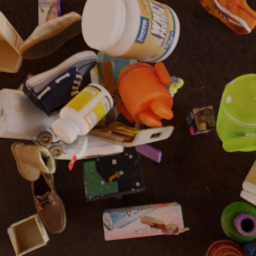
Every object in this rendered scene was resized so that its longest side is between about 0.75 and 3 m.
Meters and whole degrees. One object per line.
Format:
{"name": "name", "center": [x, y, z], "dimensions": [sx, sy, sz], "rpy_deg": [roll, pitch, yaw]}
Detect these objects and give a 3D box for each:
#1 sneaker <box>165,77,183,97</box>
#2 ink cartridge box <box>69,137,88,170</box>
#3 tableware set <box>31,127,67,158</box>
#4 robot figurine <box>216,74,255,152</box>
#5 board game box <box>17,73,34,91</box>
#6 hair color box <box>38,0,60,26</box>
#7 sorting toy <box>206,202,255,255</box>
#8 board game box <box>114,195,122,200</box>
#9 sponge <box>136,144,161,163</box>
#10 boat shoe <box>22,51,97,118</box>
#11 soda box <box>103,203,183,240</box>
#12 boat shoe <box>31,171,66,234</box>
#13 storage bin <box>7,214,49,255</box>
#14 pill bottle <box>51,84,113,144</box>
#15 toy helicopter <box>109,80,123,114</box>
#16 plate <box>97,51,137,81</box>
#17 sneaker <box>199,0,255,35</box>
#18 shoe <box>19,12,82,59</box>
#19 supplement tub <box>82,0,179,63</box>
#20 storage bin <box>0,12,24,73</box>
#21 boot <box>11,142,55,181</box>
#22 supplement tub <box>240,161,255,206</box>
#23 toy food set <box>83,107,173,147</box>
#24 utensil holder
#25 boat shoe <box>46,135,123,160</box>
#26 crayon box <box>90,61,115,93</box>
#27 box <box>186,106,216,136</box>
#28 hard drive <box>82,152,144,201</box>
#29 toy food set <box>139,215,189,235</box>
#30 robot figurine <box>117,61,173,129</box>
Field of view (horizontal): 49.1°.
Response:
{"name": "sneaker", "center": [1.527, -1.497, 10.672], "dimensions": [0.612, 0.441, 1.165], "rpy_deg": [42, 79, 19]}
{"name": "ink cartridge box", "center": [-1.416, 0.769, 8.015], "dimensions": [0.229, 0.735, 0.913], "rpy_deg": [18, 72, -1]}
{"name": "tableware set", "center": [-2.425, 0.564, 8.776], "dimensions": [0.713, 0.216, 1.078], "rpy_deg": [-32, 123, -5]}
{"name": "robot figurine", "center": [3.602, -0.398, 8.432], "dimensions": [1.664, 2.877, 2.524], "rpy_deg": [8, 60, 15]}
{"name": "board game box", "center": [-3.782, -1.435, 10.730], "dimensions": [0.753, 0.192, 1.113], "rpy_deg": [33, 84, 4]}
{"name": "hair color box", "center": [-3.098, -4.535, 11.019], "dimensions": [0.750, 0.444, 1.371], "rpy_deg": [-3, 84, -1]}
{"name": "sorting toy", "center": [3.850, 3.993, 9.535], "dimensions": [1.676, 1.145, 2.790], "rpy_deg": [28, 83, 4]}
{"name": "board game box", "center": [-0.651, 2.157, 10.291], "dimensions": [1.045, 0.169, 0.627], "rpy_deg": [19, 87, 2]}
{"name": "sponge", "center": [0.646, 0.760, 9.034], "dimensions": [0.891, 0.497, 0.133], "rpy_deg": [26, 57, 22]}
{"name": "boat shoe", "center": [-1.803, -1.338, 8.723], "dimensions": [2.626, 0.980, 1.218], "rpy_deg": [-35, 79, -22]}
{"name": "soda box", "center": [0.511, 3.236, 9.785], "dimensions": [2.699, 0.858, 0.923], "rpy_deg": [-6, 83, -1]}
{"name": "boat shoe", "center": [-2.927, 2.499, 9.870], "dimensions": [0.927, 0.870, 2.575], "rpy_deg": [-18, 83, -2]}
{"name": "storage bin", "center": [-3.521, 3.763, 9.899], "dimensions": [1.054, 0.494, 1.046], "rpy_deg": [-23, 84, -3]}
{"name": "pill bottle", "center": [-1.333, -0.405, 8.111], "dimensions": [0.987, 0.987, 1.774], "rpy_deg": [39, 60, 5]}
{"name": "toy helicopter", "center": [-0.574, -1.088, 10.420], "dimensions": [2.114, 0.834, 1.398], "rpy_deg": [-8, 75, 12]}
{"name": "plate", "center": [-0.461, -2.519, 10.788], "dimensions": [1.618, 0.207, 1.618], "rpy_deg": [0, 89, 1]}
{"name": "sneaker", "center": [3.769, -4.838, 10.819], "dimensions": [2.872, 1.048, 1.108], "rpy_deg": [38, 87, -6]}
{"name": "shoe", "center": [-2.933, -3.540, 10.685], "dimensions": [2.763, 0.966, 0.738], "rpy_deg": [-32, 73, -9]}
{"name": "supplement tub", "center": [0.109, -3.338, 9.363], "dimensions": [2.830, 2.047, 2.047], "rpy_deg": [-5, 80, -43]}
{"name": "storage bin", "center": [-5.448, -3.124, 9.628], "dimensions": [2.834, 2.855, 1.338], "rpy_deg": [7, 80, 1]}
{"name": "boot", "center": [-2.746, 1.135, 8.393], "dimensions": [0.572, 1.730, 1.515], "rpy_deg": [-43, 124, -36]}
{"name": "supplement tub", "center": [4.809, 1.886, 9.767], "dimensions": [1.235, 1.235, 1.707], "rpy_deg": [31, 84, 4]}
{"name": "toy food set", "center": [-0.265, -0.143, 9.081], "dimensions": [2.862, 2.054, 0.865], "rpy_deg": [13, 102, 33]}
{"name": "utensil holder", "center": [-3.195, -0.386, 9.149], "dimensions": [1.888, 1.604, 1.604], "rpy_deg": [7, 80, -43]}
{"name": "boat shoe", "center": [-1.630, 0.550, 10.091], "dimensions": [2.844, 1.024, 0.974], "rpy_deg": [-6, 73, -1]}
{"name": "crayon box", "center": [-0.901, -1.773, 9.853], "dimensions": [0.439, 1.703, 1.071], "rpy_deg": [-11, 103, -19]}
{"name": "box", "center": [2.602, -0.241, 10.035], "dimensions": [0.721, 1.257, 0.830], "rpy_deg": [-11, 83, -1]}
{"name": "hard drive", "center": [-0.534, 1.701, 9.856], "dimensions": [2.025, 0.383, 1.415], "rpy_deg": [-11, 61, -2]}
{"name": "toy food set", "center": [0.981, 2.948, 8.330], "dimensions": [1.484, 0.944, 0.234], "rpy_deg": [16, 63, -2]}
{"name": "robot figurine", "center": [0.472, -1.105, 9.033], "dimensions": [1.452, 1.791, 2.490], "rpy_deg": [-11, 52, -18]}
